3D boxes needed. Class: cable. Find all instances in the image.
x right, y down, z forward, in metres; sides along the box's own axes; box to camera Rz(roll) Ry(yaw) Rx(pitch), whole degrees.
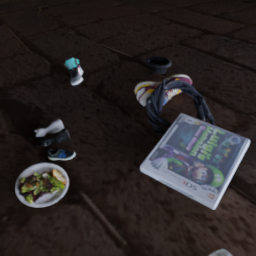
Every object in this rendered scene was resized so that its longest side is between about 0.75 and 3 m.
[{"bbox_3d":[1.895,-0.734,11.128,2.407,0.749,2.950,-17,60,-1],"label":"cable"}]

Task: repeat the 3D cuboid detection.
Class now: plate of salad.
[{"bbox_3d":[-2.623,1.670,8.533,1.574,0.378,1.574,4,47,-5],"label":"plate of salad"}]

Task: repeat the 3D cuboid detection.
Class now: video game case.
[{"bbox_3d":[2.221,0.902,9.242,2.588,0.332,2.847,25,55,26],"label":"video game case"}]

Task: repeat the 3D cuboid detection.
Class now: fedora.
[{"bbox_3d":[1.552,-3.216,14.626,1.391,0.635,1.391,0,39,0],"label":"fedora"}]

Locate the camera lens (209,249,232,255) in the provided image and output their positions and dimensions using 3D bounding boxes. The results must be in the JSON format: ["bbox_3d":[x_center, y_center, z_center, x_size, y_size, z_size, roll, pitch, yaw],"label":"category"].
[{"bbox_3d":[2.050,3.254,6.488,0.764,0.611,0.611,-19,42,-23],"label":"camera lens"}]

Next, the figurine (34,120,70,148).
[{"bbox_3d":[-2.879,0.232,10.470,1.080,0.477,1.107,-22,43,-20],"label":"figurine"}]

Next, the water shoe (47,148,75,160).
[{"bbox_3d":[-2.304,0.896,9.655,0.933,0.368,0.334,-6,39,-8],"label":"water shoe"}]

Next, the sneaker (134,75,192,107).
[{"bbox_3d":[1.673,-1.523,12.356,2.659,0.996,1.198,-14,48,-7],"label":"sneaker"}]

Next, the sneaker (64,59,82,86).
[{"bbox_3d":[-2.662,-2.830,13.693,0.712,1.028,1.702,-21,36,6],"label":"sneaker"}]
